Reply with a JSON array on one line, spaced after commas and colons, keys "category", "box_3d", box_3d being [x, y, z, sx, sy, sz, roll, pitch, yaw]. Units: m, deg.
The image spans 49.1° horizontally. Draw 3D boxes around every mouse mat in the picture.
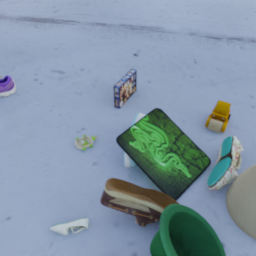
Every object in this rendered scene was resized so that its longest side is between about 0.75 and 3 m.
[{"category": "mouse mat", "box_3d": [1.297, 0.819, 9.909, 2.364, 0.111, 2.938, -38, 76, -29]}]

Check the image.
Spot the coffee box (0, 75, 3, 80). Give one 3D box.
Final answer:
[{"category": "coffee box", "box_3d": [-6.908, -2.291, 14.067, 0.624, 0.441, 1.104, 28, 49, 28]}]

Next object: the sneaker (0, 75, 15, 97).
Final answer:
[{"category": "sneaker", "box_3d": [-6.589, -1.836, 13.133, 2.448, 1.021, 0.987, -31, 50, -29]}]

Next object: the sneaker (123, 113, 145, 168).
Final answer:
[{"category": "sneaker", "box_3d": [0.891, 0.477, 10.511, 1.780, 1.085, 2.727, 9, 43, 12]}]

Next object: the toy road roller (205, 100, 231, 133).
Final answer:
[{"category": "toy road roller", "box_3d": [3.822, -0.529, 11.697, 0.820, 0.974, 1.335, 20, 45, 21]}]

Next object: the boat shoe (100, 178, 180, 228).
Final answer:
[{"category": "boat shoe", "box_3d": [0.473, 2.443, 8.488, 2.735, 0.984, 0.987, 20, 15, -6]}]

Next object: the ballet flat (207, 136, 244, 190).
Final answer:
[{"category": "ballet flat", "box_3d": [3.538, 1.302, 9.797, 0.826, 0.977, 2.584, 42, 52, -6]}]

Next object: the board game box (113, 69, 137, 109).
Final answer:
[{"category": "board game box", "box_3d": [-0.115, -1.837, 13.019, 0.300, 1.173, 1.732, 19, 46, 21]}]

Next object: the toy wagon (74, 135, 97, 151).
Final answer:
[{"category": "toy wagon", "box_3d": [-1.646, 0.551, 11.092, 0.897, 0.177, 0.696, -22, 47, -23]}]

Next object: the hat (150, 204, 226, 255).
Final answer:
[{"category": "hat", "box_3d": [0.955, 3.564, 7.709, 2.623, 2.309, 2.173, 33, 33, -15]}]

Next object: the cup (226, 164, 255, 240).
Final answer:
[{"category": "cup", "box_3d": [4.384, 1.939, 8.351, 2.479, 1.773, 2.479, 0, 42, 0]}]

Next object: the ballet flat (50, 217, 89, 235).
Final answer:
[{"category": "ballet flat", "box_3d": [-1.723, 2.961, 8.299, 1.147, 0.398, 0.398, -10, 43, -13]}]
